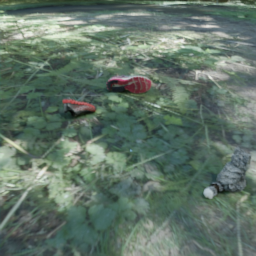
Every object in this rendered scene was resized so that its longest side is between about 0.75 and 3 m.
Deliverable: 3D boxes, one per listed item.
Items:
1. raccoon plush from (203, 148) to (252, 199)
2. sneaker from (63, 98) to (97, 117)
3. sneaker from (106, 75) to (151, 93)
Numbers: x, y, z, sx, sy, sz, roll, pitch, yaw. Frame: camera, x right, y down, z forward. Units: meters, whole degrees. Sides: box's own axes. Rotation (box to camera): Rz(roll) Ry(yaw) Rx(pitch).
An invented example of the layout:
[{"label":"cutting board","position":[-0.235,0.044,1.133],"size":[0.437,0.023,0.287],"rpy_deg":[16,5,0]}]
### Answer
[{"label":"raccoon plush","position":[3.520,1.568,9.560],"size":[0.960,1.329,1.984],"rpy_deg":[28,42,36]},{"label":"sneaker","position":[-2.450,-0.930,14.093],"size":[1.783,0.871,0.630],"rpy_deg":[10,-7,-27]},{"label":"sneaker","position":[0.064,-2.702,16.467],"size":[2.627,1.059,0.981],"rpy_deg":[4,31,7]}]
